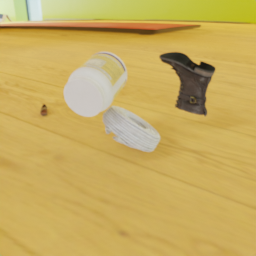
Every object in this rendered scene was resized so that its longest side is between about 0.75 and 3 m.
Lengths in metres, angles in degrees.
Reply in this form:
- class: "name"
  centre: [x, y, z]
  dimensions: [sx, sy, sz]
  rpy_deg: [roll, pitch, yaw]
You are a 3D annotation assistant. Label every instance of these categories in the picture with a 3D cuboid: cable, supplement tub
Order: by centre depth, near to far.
- class: "supplement tub"
  centre: [-0.847, -1.191, 7.549]
  dimensions: [1.262, 1.262, 1.735]
  rpy_deg: [8, 36, 16]
- class: "cable"
  centre: [0.085, -0.006, 8.121]
  dimensions: [1.798, 0.623, 1.798]
  rpy_deg: [26, 14, -29]

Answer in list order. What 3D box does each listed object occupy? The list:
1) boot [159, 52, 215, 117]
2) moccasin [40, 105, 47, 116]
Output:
- class: "boot"
  centre: [1.741, -1.345, 8.929]
  dimensions: [2.007, 1.748, 0.695]
  rpy_deg: [30, 45, 26]
- class: "moccasin"
  centre: [-3.254, -0.700, 10.853]
  dimensions: [0.284, 0.300, 0.777]
  rpy_deg: [-3, 27, -6]
